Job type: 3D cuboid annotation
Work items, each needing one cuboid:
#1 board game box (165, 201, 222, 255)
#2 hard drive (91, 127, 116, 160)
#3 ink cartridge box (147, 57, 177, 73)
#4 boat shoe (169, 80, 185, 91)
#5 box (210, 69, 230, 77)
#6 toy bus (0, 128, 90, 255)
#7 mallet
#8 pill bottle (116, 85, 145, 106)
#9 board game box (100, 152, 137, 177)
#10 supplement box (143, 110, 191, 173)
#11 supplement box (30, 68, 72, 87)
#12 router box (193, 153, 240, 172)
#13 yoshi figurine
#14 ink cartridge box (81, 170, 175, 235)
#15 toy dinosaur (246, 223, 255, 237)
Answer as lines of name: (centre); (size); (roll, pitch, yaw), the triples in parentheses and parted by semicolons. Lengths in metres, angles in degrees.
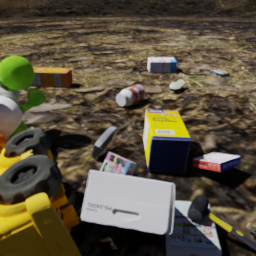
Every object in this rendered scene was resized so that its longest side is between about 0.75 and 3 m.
board game box: (1.047, 1.763, 4.777); (0.831, 0.362, 1.127); (3, 26, 5)
hard drive: (-0.627, 0.362, 7.155); (0.182, 0.581, 0.862); (32, 45, 8)
ink cartridge box: (1.745, -3.296, 14.661); (1.404, 0.594, 1.015); (-2, 27, -2)
boat shoe: (2.031, -1.733, 11.823); (0.390, 0.326, 1.090); (41, 42, 14)
box: (4.593, -2.747, 14.056); (0.568, 0.157, 0.832); (-11, 28, -21)
toy bus: (-2.029, 1.383, 4.430); (2.390, 1.689, 2.489); (-24, 31, -10)
mallet: (1.620, 1.695, 4.622); (1.430, 0.294, 0.471); (37, 38, 21)
pill bottle: (0.085, -1.178, 10.387); (0.621, 0.621, 1.107); (20, 33, 34)
board game box: (-0.235, 0.906, 6.131); (0.751, 0.554, 0.241); (18, -8, 44)
supplement box: (0.912, 0.277, 7.083); (0.909, 0.904, 1.660); (3, 27, -3)
supplement box: (-3.619, -2.253, 12.464); (2.139, 0.736, 0.712); (5, 26, 6)
router box: (2.034, 0.776, 6.435); (0.808, 0.197, 0.725); (-9, 8, -36)
yoshi figurine: (-2.956, -0.711, 7.034); (1.661, 1.668, 2.967); (-12, 59, -11)
ink cartridge box: (-0.001, 1.179, 4.424); (1.208, 0.694, 1.664); (9, -16, 1)
toy dinosaur: (2.658, 1.698, 5.000); (1.253, 0.297, 0.552); (0, 41, -1)
